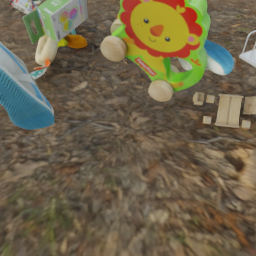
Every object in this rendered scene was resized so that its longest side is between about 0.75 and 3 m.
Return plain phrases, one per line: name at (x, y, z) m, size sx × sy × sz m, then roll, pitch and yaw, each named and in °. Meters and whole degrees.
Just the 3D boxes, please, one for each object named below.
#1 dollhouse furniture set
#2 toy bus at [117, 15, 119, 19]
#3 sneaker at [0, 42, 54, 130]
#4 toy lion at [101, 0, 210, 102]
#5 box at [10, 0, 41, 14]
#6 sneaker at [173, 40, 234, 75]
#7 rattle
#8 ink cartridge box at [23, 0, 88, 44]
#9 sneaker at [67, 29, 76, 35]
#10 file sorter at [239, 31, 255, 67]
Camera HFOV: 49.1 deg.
dollhouse furniture set at (2.913, -0.550, 8.523) m, size 1.838 × 0.953 × 0.814 m, roll 6°, pitch 5°, yaw 5°
toy bus at (1.053, -4.532, 12.300) m, size 2.942 × 1.152 × 0.958 m, roll 9°, pitch 46°, yaw 10°
sneaker at (-2.105, -0.754, 5.454) m, size 0.864 × 2.259 × 0.912 m, roll -15°, pitch 56°, yaw 5°
toy lion at (0.783, -1.898, 6.158) m, size 2.508 × 2.616 × 0.898 m, roll -16°, pitch 43°, yaw 52°
box at (-2.990, -4.213, 8.605) m, size 0.759 × 0.239 × 1.379 m, roll 23°, pitch 79°, yaw -23°
sneaker at (1.859, -1.763, 7.089) m, size 0.741 × 0.782 × 1.936 m, roll -8°, pitch 39°, yaw -27°
rattle at (-2.594, -2.677, 10.701) m, size 1.759 × 1.930 × 2.701 m, roll -35°, pitch 46°, yaw 20°
ink cartridge box at (-1.108, -1.752, 4.445) m, size 0.306 × 0.535 × 1.031 m, roll 36°, pitch 67°, yaw 16°
sneaker at (-3.189, -4.497, 12.726) m, size 2.004 × 0.777 × 0.914 m, roll 33°, pitch 69°, yaw 34°
file sorter at (5.482, -2.945, 10.698) m, size 1.225 × 1.099 × 1.765 m, roll -21°, pitch 47°, yaw -21°
